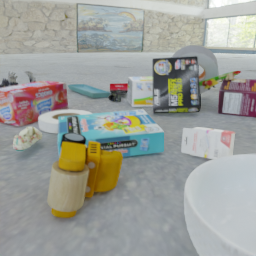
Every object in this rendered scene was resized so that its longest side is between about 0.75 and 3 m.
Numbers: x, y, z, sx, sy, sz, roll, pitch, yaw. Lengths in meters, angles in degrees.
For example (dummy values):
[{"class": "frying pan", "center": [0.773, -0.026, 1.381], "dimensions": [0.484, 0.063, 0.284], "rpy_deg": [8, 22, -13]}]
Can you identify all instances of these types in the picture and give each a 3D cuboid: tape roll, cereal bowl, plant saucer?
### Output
[{"class": "tape roll", "center": [2.834, -2.504, 12.314], "dimensions": [2.113, 2.113, 0.698], "rpy_deg": [4, 43, 12]}, {"class": "cereal bowl", "center": [1.934, 1.275, 3.398], "dimensions": [2.538, 1.057, 2.538], "rpy_deg": [1, 19, 0]}, {"class": "plant saucer", "center": [-2.021, -1.872, 14.016], "dimensions": [0.999, 0.271, 2.858], "rpy_deg": [-7, 20, -35]}, {"class": "tape roll", "center": [-1.973, -0.234, 9.034], "dimensions": [1.778, 0.325, 1.778], "rpy_deg": [1, 17, 0]}]

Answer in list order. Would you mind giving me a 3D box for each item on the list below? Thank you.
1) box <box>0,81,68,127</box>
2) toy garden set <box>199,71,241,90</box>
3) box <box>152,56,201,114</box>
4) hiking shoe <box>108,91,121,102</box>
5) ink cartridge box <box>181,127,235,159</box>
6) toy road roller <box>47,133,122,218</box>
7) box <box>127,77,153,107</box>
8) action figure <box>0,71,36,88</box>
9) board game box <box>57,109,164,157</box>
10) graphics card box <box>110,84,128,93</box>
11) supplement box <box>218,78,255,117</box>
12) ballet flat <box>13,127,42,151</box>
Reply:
[{"class": "box", "center": [-3.364, -0.945, 9.911], "dimensions": [1.182, 1.132, 2.371], "rpy_deg": [10, 21, 28]}, {"class": "toy garden set", "center": [3.523, -1.825, 11.037], "dimensions": [1.840, 0.367, 1.534], "rpy_deg": [-18, 6, -5]}, {"class": "box", "center": [1.774, -1.617, 10.492], "dimensions": [1.717, 2.144, 0.475], "rpy_deg": [0, -20, 7]}, {"class": "hiking shoe", "center": [-0.637, -1.442, 12.587], "dimensions": [0.520, 0.391, 1.033], "rpy_deg": [-2, 18, -14]}, {"class": "ink cartridge box", "center": [1.882, 0.353, 6.679], "dimensions": [1.144, 0.666, 0.386], "rpy_deg": [10, 11, 32]}, {"class": "toy road roller", "center": [-0.704, 0.795, 5.019], "dimensions": [1.198, 1.009, 1.641], "rpy_deg": [9, 17, -9]}, {"class": "box", "center": [1.089, -1.542, 11.780], "dimensions": [2.064, 1.046, 1.161], "rpy_deg": [-2, 19, -9]}, {"class": "action figure", "center": [-4.988, -2.000, 12.920], "dimensions": [2.553, 1.303, 1.517], "rpy_deg": [4, 8, 18]}, {"class": "board game box", "center": [-0.546, 0.134, 7.359], "dimensions": [2.497, 0.586, 1.885], "rpy_deg": [-5, 21, -12]}, {"class": "graphics card box", "center": [-0.441, -1.889, 13.450], "dimensions": [0.850, 0.345, 1.355], "rpy_deg": [-1, 0, -1]}, {"class": "supplement box", "center": [4.585, -1.103, 10.291], "dimensions": [2.320, 0.993, 1.280], "rpy_deg": [7, 32, 21]}, {"class": "ballet flat", "center": [-2.467, 0.194, 7.000], "dimensions": [0.486, 0.411, 1.285], "rpy_deg": [0, 15, 0]}]
